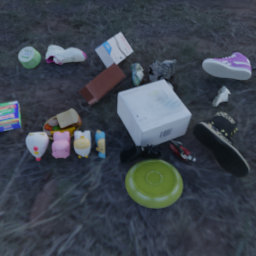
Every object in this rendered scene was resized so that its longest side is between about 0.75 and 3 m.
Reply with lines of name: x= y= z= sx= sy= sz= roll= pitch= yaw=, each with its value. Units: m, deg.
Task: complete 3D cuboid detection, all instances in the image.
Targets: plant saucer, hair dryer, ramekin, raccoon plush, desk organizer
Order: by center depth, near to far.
plant saucer: x=0.862 y=1.725 z=9.265 sx=1.917 sy=0.298 sz=1.917 roll=0 pitch=46 yaw=0
hair dryer: x=1.804 y=0.708 z=9.747 sx=0.384 sy=1.413 sz=1.077 roll=-43 pitch=95 yaw=-10
desk organizer: x=-1.112 y=-1.938 z=12.243 sx=0.805 sy=0.749 sz=2.090 roll=52 pitch=55 yaw=-13
raccoon plush: x=1.884 y=-2.320 z=12.926 sx=1.411 sy=1.019 sz=2.107 roll=-11 pitch=59 yaw=-23
ramekin: x=-4.948 y=-3.528 z=13.969 sx=1.026 sy=0.501 sz=1.026 roll=-4 pitch=68 yaw=11

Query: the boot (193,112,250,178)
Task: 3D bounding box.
boot: x=3.628 y=0.473 z=10.058 sx=2.369 sy=0.855 sz=1.789 roll=47 pitch=44 yaw=15

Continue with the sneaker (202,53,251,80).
sneaker: x=4.727 y=-3.114 z=13.504 sx=2.291 sy=0.830 sz=1.306 roll=14 pitch=61 yaw=-2

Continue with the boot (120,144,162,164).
boot: x=0.449 y=0.918 z=9.727 sx=1.076 sy=1.314 sz=0.486 roll=4 pitch=66 yaw=-32

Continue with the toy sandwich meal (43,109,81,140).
toy sandwich meal: x=-2.577 y=-0.140 z=10.910 sx=1.543 sy=0.528 sz=1.543 roll=0 pitch=46 yaw=0

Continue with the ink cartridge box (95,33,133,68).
ink cartridge box: x=-0.569 y=-3.958 z=14.052 sx=0.670 sy=1.163 sz=2.008 roll=-19 pitch=22 yaw=48

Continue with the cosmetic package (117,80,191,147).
cosmetic package: x=0.911 y=-0.541 z=10.636 sx=2.023 sy=1.248 sz=2.029 roll=-19 pitch=55 yaw=-18

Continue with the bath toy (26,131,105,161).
bath toy: x=-2.206 y=0.644 z=9.904 sx=2.752 sy=1.017 sz=1.197 roll=-1 pitch=3 yaw=-3

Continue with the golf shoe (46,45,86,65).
golf shoe: x=-3.181 y=-3.547 z=14.193 sx=2.141 sy=0.806 sz=0.980 roll=10 pitch=60 yaw=14

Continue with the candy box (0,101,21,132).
candy box: x=-4.902 y=-0.462 z=11.273 sx=1.029 sy=0.469 sz=1.217 roll=-12 pitch=48 yaw=-13

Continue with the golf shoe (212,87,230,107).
golf shoe: x=4.076 y=-1.275 z=12.120 sx=0.540 sy=0.435 sz=1.111 roll=38 pitch=69 yaw=-3

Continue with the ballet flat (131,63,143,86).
ballet flat: x=0.447 y=-2.585 z=13.237 sx=0.580 sy=0.580 sz=1.563 roll=-5 pitch=47 yaw=-4
